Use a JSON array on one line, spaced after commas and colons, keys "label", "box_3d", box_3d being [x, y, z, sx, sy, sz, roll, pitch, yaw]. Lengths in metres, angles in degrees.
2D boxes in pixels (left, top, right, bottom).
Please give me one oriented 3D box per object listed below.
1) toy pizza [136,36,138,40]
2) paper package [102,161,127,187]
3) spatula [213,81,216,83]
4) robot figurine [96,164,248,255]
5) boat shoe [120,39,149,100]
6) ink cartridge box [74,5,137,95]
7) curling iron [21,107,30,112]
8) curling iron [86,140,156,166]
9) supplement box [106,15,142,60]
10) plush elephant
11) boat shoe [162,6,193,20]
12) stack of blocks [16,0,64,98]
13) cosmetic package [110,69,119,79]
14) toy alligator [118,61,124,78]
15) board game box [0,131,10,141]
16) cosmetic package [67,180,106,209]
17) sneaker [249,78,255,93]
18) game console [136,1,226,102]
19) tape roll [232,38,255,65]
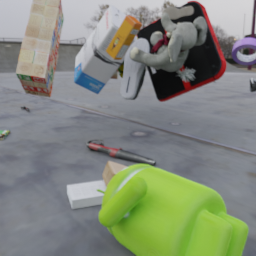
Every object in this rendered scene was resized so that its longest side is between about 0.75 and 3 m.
[{"label": "toy pizza", "box_3d": [0.195, -4.481, 14.577, 2.422, 0.384, 2.422, 13, 39, -11]}, {"label": "paper package", "box_3d": [-0.098, 1.132, 6.085, 0.781, 0.424, 0.820, 20, 8, -17]}, {"label": "spatula", "box_3d": [2.392, -2.700, 11.979, 2.711, 0.218, 1.885, 30, 2, -12]}, {"label": "robot figurine", "box_3d": [0.502, 1.312, 4.137, 1.960, 1.292, 2.234, 17, -1, -43]}, {"label": "boat shoe", "box_3d": [0.221, -1.862, 9.112, 0.717, 1.990, 0.706, 19, 3, 17]}, {"label": "ink cartridge box", "box_3d": [-0.948, -3.056, 11.051, 1.161, 2.774, 2.012, 25, 36, -27]}, {"label": "curling iron", "box_3d": [-5.458, -0.976, 14.997, 0.334, 0.172, 1.349, -9, 16, -31]}, {"label": "curling iron", "box_3d": [-0.269, 0.703, 8.343, 2.505, 0.320, 0.621, 11, 18, 36]}, {"label": "supplement box", "box_3d": [-0.105, -2.038, 6.394, 0.326, 0.978, 0.337, 48, 30, 18]}, {"label": "plush elephant", "box_3d": [1.291, -2.463, 8.062, 2.081, 1.611, 1.714, 40, 53, 18]}, {"label": "boat shoe", "box_3d": [1.460, -3.475, 8.464, 1.091, 0.365, 0.311, -15, 20, -22]}, {"label": "stack of blocks", "box_3d": [-2.891, -2.742, 9.500, 0.869, 2.968, 1.709, 8, -15, -7]}, {"label": "cosmetic package", "box_3d": [-0.726, -2.874, 12.703, 0.660, 1.277, 0.557, 6, 11, 3]}, {"label": "toy alligator", "box_3d": [-0.169, -2.377, 11.798, 0.601, 2.215, 0.657, 25, 63, 15]}, {"label": "board game box", "box_3d": [-4.767, 0.280, 10.370, 0.527, 0.118, 1.006, -4, 15, -6]}, {"label": "cosmetic package", "box_3d": [-0.805, 1.388, 5.914, 0.878, 0.227, 0.662, -4, 19, -19]}, {"label": "sneaker", "box_3d": [4.725, -1.585, 9.980, 0.725, 0.471, 1.255, -2, 18, 23]}, {"label": "game console", "box_3d": [1.681, -2.515, 9.228, 2.430, 2.748, 0.427, -22, -12, 29]}, {"label": "tape roll", "box_3d": [3.813, -2.426, 8.958, 0.910, 0.910, 0.299, 7, 61, 26]}]
